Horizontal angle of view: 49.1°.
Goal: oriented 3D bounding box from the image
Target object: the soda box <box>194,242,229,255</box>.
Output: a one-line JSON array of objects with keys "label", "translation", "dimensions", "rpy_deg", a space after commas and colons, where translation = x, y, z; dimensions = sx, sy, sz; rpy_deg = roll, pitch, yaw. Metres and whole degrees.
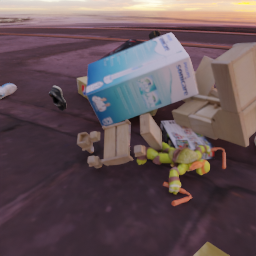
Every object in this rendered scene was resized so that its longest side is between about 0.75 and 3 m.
[{"label": "soda box", "translation": [0.777, 1.964, 3.399], "dimensions": [1.254, 0.425, 0.401], "rpy_deg": [-22, 33, -39]}]

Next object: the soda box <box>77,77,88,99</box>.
[{"label": "soda box", "translation": [-1.267, -1.419, 10.496], "dimensions": [0.641, 0.606, 1.894], "rpy_deg": [-16, 30, -26]}]

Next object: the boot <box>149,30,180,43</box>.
[{"label": "boot", "translation": [1.477, -3.855, 12.373], "dimensions": [0.747, 1.334, 1.928], "rpy_deg": [-18, 1, -24]}]

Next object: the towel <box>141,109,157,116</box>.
[{"label": "towel", "translation": [0.263, -0.928, 9.713], "dimensions": [1.630, 0.401, 2.197], "rpy_deg": [3, 24, 5]}]

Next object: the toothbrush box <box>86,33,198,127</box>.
[{"label": "toothbrush box", "translation": [0.315, -1.468, 8.224], "dimensions": [2.852, 1.216, 2.088], "rpy_deg": [-21, 35, 7]}]

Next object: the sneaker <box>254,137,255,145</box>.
[{"label": "sneaker", "translation": [3.439, 0.409, 6.154], "dimensions": [0.862, 0.909, 2.257], "rpy_deg": [3, 30, -2]}]

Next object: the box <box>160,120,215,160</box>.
[{"label": "box", "translation": [1.474, 0.265, 7.231], "dimensions": [0.946, 0.298, 1.718], "rpy_deg": [-3, 25, -5]}]

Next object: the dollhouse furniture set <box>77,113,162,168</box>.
[{"label": "dollhouse furniture set", "translation": [-0.197, 0.444, 6.212], "dimensions": [1.756, 0.777, 0.910], "rpy_deg": [-14, 55, 20]}]

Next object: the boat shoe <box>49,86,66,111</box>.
[{"label": "boat shoe", "translation": [-2.203, -0.853, 8.715], "dimensions": [0.379, 1.055, 0.357], "rpy_deg": [16, 60, 11]}]

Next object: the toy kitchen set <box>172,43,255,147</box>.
[{"label": "toy kitchen set", "translation": [2.244, -1.065, 6.641], "dimensions": [1.801, 1.992, 2.208], "rpy_deg": [-35, 30, -21]}]

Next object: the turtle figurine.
[{"label": "turtle figurine", "translation": [0.995, 0.696, 5.830], "dimensions": [1.636, 0.653, 2.028], "rpy_deg": [13, 37, 40]}]

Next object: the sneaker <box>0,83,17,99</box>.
[{"label": "sneaker", "translation": [-4.750, -1.315, 10.616], "dimensions": [1.181, 0.443, 0.512], "rpy_deg": [-30, 44, -34]}]

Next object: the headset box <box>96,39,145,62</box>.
[{"label": "headset box", "translation": [-0.172, -2.548, 11.640], "dimensions": [2.615, 1.010, 1.946], "rpy_deg": [-37, 37, -18]}]

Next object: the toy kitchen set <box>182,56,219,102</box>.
[{"label": "toy kitchen set", "translation": [2.646, -1.566, 9.381], "dimensions": [1.883, 1.536, 1.699], "rpy_deg": [34, 26, 23]}]
